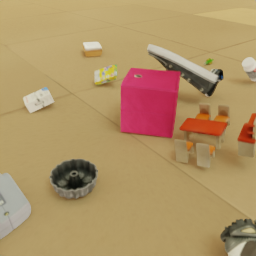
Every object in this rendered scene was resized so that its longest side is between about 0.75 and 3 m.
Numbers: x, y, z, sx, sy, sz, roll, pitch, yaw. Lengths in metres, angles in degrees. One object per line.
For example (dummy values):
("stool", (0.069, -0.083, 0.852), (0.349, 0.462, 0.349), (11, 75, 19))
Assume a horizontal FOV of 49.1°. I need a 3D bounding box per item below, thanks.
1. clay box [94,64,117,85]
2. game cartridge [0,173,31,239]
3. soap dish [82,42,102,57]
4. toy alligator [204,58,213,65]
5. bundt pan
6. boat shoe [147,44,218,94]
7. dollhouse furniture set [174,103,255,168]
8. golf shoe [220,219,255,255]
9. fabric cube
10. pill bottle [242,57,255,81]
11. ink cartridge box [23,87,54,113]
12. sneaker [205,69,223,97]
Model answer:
("clay box", (-0.800, -1.999, 10.516), (0.948, 0.226, 0.545), (-13, 64, 19))
("game cartridge", (-3.032, 1.716, 5.178), (2.166, 0.450, 1.442), (-24, 44, -32))
("soap dish", (-1.758, -3.848, 13.695), (0.875, 0.452, 1.112), (-7, 34, -11))
("toy alligator", (3.549, -2.937, 12.535), (0.778, 0.231, 0.211), (-29, 1, -35))
("bundt pan", (-1.152, 1.133, 6.071), (1.033, 0.388, 1.033), (-1, 32, 0))
("boat shoe", (1.674, -1.976, 9.292), (2.557, 0.724, 0.878), (31, 19, 13))
("dollhouse furniture set", (2.209, 0.026, 6.870), (1.836, 0.956, 1.856), (9, 38, 32))
("golf shoe", (2.686, 2.050, 4.426), (2.304, 0.896, 1.089), (-1, 52, -1))
("fabric cube", (0.650, -0.765, 7.999), (1.474, 1.478, 1.450), (7, 33, 11))
("pill bottle", (4.695, -2.213, 10.563), (0.507, 0.891, 0.507), (-30, 41, 30))
("ink cartridge box", (-2.901, -0.911, 9.073), (0.837, 0.353, 0.611), (-27, 38, -10))
("sneaker", (2.946, -1.542, 9.568), (0.358, 0.980, 0.548), (11, 7, -19))
